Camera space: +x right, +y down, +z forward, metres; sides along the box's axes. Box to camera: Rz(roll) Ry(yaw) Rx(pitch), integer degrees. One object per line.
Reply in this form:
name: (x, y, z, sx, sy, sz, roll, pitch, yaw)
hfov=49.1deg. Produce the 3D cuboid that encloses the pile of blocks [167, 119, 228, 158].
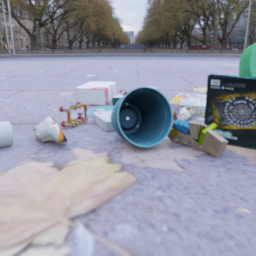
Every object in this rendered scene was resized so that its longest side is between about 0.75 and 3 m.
pile of blocks: (1.877, 0.066, 7.734, 0.663, 0.876, 2.134, -30, 30, -29)

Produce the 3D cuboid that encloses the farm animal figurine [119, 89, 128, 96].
farm animal figurine: (-0.111, -1.493, 13.573, 0.708, 0.441, 0.876, 28, 3, -24)

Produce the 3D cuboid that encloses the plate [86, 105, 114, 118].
plate: (-0.891, -0.704, 11.478, 1.706, 0.218, 1.706, 1, 18, 0)

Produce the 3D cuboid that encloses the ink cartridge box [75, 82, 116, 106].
ink cartridge box: (-1.501, -1.694, 13.574, 1.456, 0.823, 1.988, 4, 18, 12)

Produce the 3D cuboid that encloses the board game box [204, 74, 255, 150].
board game box: (3.519, -0.359, 7.518, 2.889, 1.954, 0.407, 12, 22, 31)

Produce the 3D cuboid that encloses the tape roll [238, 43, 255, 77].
tape roll: (6.106, -2.284, 11.846, 2.985, 2.985, 0.717, -7, -6, -20)

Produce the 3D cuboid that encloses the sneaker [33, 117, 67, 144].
sneaker: (-2.314, 0.215, 8.149, 0.745, 0.613, 1.619, -32, 27, -18)

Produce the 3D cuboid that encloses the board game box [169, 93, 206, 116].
board game box: (2.795, -1.060, 12.234, 1.644, 0.419, 2.446, 6, 19, 18)

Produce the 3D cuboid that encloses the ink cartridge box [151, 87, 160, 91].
ink cartridge box: (1.192, -1.716, 13.977, 0.361, 0.599, 0.825, -3, 16, -33)

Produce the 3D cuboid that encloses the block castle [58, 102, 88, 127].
block castle: (-1.934, -0.474, 9.871, 0.525, 0.747, 1.118, 6, 18, 28)

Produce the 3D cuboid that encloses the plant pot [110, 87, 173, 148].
plant pot: (0.218, -0.279, 8.099, 1.611, 1.611, 1.513, -7, 2, -20)

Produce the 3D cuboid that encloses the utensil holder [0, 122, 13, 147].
utensil holder: (-3.717, 0.219, 7.738, 0.874, 0.743, 0.743, -9, 20, -36)

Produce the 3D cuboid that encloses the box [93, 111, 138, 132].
box: (-0.182, -0.336, 10.051, 1.820, 0.375, 1.419, -7, 18, -24)

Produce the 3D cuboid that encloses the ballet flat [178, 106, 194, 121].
ballet flat: (2.099, -0.536, 10.363, 0.517, 0.437, 1.368, -18, 4, 24)

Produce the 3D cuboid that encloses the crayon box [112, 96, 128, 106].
crayon box: (0.175, -1.193, 12.497, 1.647, 0.425, 1.036, 1, 11, 4)

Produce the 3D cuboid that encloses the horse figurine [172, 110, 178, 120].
horse figurine: (0.912, -0.607, 9.977, 2.222, 0.554, 1.472, 14, 28, -12)
